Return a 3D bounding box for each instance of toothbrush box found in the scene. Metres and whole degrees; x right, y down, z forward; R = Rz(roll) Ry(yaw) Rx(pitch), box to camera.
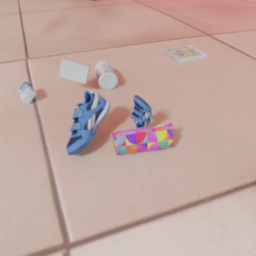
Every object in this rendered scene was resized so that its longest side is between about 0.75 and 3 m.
[{"bbox_3d":[-4.139,-1.436,11.425,0.342,0.588,0.803,29,15,-47],"label":"toothbrush box"}]

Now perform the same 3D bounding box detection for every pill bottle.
[{"bbox_3d":[-1.038,-2.406,12.634,0.836,0.836,1.474,-9,38,-12],"label":"pill bottle"}]

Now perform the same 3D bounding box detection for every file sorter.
[{"bbox_3d":[-2.165,-2.426,11.565,1.110,0.770,0.691,15,32,-3],"label":"file sorter"}]

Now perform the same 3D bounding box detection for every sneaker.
[{"bbox_3d":[0.403,-0.459,9.216,0.639,1.553,0.574,-40,55,-11],"label":"sneaker"},{"bbox_3d":[-1.458,-0.197,8.950,0.860,0.957,2.326,-12,45,47],"label":"sneaker"}]

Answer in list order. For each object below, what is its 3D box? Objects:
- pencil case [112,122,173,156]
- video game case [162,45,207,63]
[{"bbox_3d":[0.472,0.345,8.951,1.956,0.865,0.865,-10,38,-12],"label":"pencil case"},{"bbox_3d":[3.106,-4.113,15.464,1.831,0.210,1.666,-16,39,-20],"label":"video game case"}]
